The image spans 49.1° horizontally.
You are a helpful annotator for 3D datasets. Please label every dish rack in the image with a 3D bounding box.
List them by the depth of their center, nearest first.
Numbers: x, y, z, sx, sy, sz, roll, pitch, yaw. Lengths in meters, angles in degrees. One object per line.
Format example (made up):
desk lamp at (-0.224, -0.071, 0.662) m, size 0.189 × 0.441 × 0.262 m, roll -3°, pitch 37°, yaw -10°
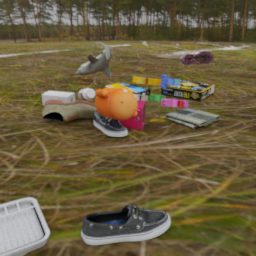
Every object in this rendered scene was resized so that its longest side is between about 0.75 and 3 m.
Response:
dish rack at (-2.307, 2.022, 5.507) m, size 1.278 × 0.324 × 1.489 m, roll -11°, pitch 25°, yaw -28°

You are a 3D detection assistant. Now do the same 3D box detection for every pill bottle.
pill bottle at (-1.544, -1.253, 10.514) m, size 0.442 × 0.442 × 0.772 m, roll -13°, pitch 7°, yaw -29°

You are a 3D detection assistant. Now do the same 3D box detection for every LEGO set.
LEGO set at (0.844, -1.477, 10.663) m, size 1.180 × 1.097 × 2.875 m, roll -1°, pitch 10°, yaw -37°

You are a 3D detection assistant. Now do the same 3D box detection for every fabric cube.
fabric cube at (0.169, -0.525, 11.008) m, size 0.927 × 0.912 × 0.930 m, roll 5°, pitch 22°, yaw 9°

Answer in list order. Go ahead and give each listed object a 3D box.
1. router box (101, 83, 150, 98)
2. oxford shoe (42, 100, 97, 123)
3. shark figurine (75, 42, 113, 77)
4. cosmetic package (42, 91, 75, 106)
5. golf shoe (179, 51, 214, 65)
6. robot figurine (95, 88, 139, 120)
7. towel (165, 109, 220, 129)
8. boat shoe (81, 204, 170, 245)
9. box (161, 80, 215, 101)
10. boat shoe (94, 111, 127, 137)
router box at (-0.128, -1.875, 14.811) m, size 2.142 × 0.547 × 1.598 m, roll 19°, pitch 29°, yaw 39°
oxford shoe at (-2.288, -0.543, 11.524) m, size 2.468 × 0.869 × 0.923 m, roll 2°, pitch 48°, yaw 3°
shark figurine at (-0.925, -2.550, 11.022) m, size 1.562 × 1.091 × 2.614 m, roll -23°, pitch -1°, yaw -30°
cosmetic package at (-3.368, -1.394, 13.569) m, size 1.401 × 0.594 × 0.754 m, roll 6°, pitch 24°, yaw 16°
golf shoe at (2.538, -2.597, 10.428) m, size 1.284 × 0.466 × 0.591 m, roll -5°, pitch 12°, yaw -11°
robot figurine at (-0.386, -0.804, 9.292) m, size 1.058 × 1.305 × 1.815 m, roll -28°, pitch 23°, yaw -26°
towel at (2.708, -0.413, 11.693) m, size 1.665 × 0.299 × 1.729 m, roll -16°, pitch 25°, yaw -41°
boat shoe at (-0.021, 1.826, 5.598) m, size 1.839 × 0.609 × 0.643 m, roll -4°, pitch 22°, yaw -10°
box at (3.259, -2.097, 15.364) m, size 2.353 × 0.581 × 1.879 m, roll 16°, pitch 28°, yaw 33°
boat shoe at (-0.703, -0.213, 10.571) m, size 0.694 × 0.656 × 1.935 m, roll -14°, pitch 26°, yaw -31°
